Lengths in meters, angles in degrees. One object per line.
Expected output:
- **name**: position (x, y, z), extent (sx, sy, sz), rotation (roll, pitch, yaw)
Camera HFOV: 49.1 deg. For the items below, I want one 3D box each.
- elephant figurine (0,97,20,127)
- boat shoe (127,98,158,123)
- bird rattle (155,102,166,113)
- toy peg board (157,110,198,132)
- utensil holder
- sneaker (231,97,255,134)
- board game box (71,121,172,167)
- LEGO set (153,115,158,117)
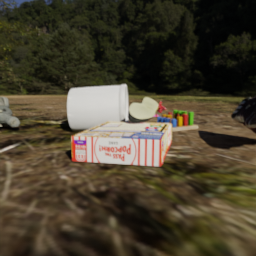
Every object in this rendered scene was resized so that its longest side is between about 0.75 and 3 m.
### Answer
- **elephant figurine**: position (-5.431, -0.552, 11.319), extent (2.334, 1.811, 1.652), rotation (8, -37, -13)
- **boat shoe**: position (0.432, -0.446, 8.830), extent (0.737, 0.631, 2.014), rotation (34, 22, 7)
- **bird rattle**: position (1.212, -1.015, 15.028), extent (1.238, 0.855, 1.518), rotation (-30, -8, 25)
- **toy peg board**: position (1.887, -0.332, 11.480), extent (1.388, 0.682, 1.394), rotation (-5, 10, -32)
- **utensil holder**: position (-1.068, -0.700, 10.484), extent (2.065, 1.755, 1.755), rotation (-1, 9, 3)
- **sneaker**: position (3.901, -0.121, 7.478), extent (1.603, 1.050, 2.775), rotation (37, 10, 2)
- **board game box**: position (0.021, 0.302, 7.451), extent (2.082, 0.637, 2.749), rotation (2, 9, 14)
- **LEGO set**: position (1.136, -0.874, 15.825), extent (0.472, 0.438, 1.150), rotation (-9, 11, -36)
